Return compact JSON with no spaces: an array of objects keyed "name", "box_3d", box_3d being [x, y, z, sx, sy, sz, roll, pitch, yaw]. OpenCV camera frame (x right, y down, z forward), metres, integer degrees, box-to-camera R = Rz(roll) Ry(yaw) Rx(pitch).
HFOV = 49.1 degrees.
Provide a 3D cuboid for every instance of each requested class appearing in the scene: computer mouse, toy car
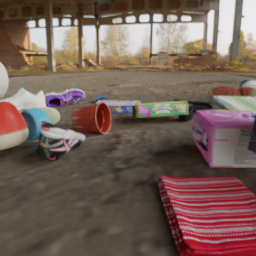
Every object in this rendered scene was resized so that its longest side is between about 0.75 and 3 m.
[{"name":"computer mouse","box_3d":[2.155,-0.454,10.155,0.524,0.304,1.787,-23,2,19]},{"name":"toy car","box_3d":[-3.273,-0.690,6.006,2.156,2.438,2.247,-4,10,34]}]

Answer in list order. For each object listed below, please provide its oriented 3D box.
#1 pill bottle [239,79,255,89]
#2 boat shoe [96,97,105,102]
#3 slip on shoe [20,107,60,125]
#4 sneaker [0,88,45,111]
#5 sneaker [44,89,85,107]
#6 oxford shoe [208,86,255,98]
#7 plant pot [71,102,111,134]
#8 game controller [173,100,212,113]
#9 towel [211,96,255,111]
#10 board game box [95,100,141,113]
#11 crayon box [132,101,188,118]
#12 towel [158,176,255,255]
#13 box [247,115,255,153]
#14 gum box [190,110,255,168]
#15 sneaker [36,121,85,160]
[{"name":"pill bottle","box_3d":[6.355,-1.976,14.544,1.024,1.024,1.845,4,16,17]},{"name":"boat shoe","box_3d":[-1.376,-1.374,13.755,0.368,0.300,0.874,-2,11,25]},{"name":"slip on shoe","box_3d":[-3.062,-0.291,8.714,1.831,0.678,0.560,-12,13,-24]},{"name":"sneaker","box_3d":[-4.542,-1.179,11.592,2.112,0.935,0.795,-5,16,-19]},{"name":"sneaker","box_3d":[-2.882,-1.244,12.802,1.883,0.759,0.785,-13,32,-16]},{"name":"oxford shoe","box_3d":[4.967,-1.480,13.457,2.195,0.777,0.810,6,-27,15]},{"name":"plant pot","box_3d":[-1.103,-0.265,8.191,0.903,0.928,0.928,-3,12,24]},{"name":"game controller","box_3d":[2.544,-0.864,11.742,1.810,0.381,0.944,10,32,37]},{"name":"towel","box_3d":[4.860,-0.728,10.722,2.775,0.426,2.070,0,24,-11]},{"name":"board game box","box_3d":[-0.396,-0.892,11.681,1.913,0.330,1.295,0,14,1]},{"name":"crayon box","box_3d":[1.027,-0.610,9.482,1.628,0.475,1.405,-4,4,-5]},{"name":"towel","box_3d":[1.230,1.106,3.877,1.438,0.224,1.988,0,14,-2]},{"name":"box","box_3d":[3.361,-0.095,3.911,1.519,1.750,2.648,-34,46,-32]},{"name":"gum box","box_3d":[2.816,0.181,6.140,2.694,0.891,1.529,0,15,1]},{"name":"sneaker","box_3d":[-1.535,0.335,6.108,0.689,0.740,1.715,20,-3,15]}]
